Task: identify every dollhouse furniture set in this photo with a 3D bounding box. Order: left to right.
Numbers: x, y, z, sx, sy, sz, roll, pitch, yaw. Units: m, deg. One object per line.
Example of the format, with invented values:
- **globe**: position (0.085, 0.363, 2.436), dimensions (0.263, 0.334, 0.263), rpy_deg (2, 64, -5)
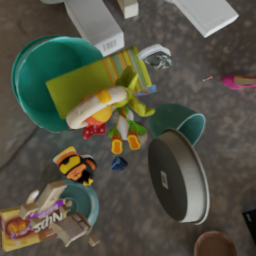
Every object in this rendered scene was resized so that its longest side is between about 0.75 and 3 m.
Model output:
- **dollhouse furniture set**: position (-1.367, 2.003, 6.239), dimensions (1.558, 1.329, 0.761), rpy_deg (39, 104, 20)

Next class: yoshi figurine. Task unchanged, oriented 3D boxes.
- **yoshi figurine**: position (-0.090, 0.067, 7.772), dimensions (0.976, 0.973, 1.737), rpy_deg (28, 29, -21)

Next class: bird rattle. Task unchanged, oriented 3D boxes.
- **bird rattle**: position (-0.765, -0.551, 7.123), dimensions (2.509, 2.046, 1.414), rpy_deg (-23, 87, 25)

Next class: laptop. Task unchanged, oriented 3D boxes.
- **laptop**: position (4.454, 2.917, 8.257), dimensions (1.595, 0.824, 1.414), rpy_deg (-10, 72, -30)

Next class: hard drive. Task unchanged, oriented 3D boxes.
- **hard drive**: position (2.036, -3.768, 8.194), dimensions (1.429, 0.285, 2.166), rpy_deg (-34, 81, -25)

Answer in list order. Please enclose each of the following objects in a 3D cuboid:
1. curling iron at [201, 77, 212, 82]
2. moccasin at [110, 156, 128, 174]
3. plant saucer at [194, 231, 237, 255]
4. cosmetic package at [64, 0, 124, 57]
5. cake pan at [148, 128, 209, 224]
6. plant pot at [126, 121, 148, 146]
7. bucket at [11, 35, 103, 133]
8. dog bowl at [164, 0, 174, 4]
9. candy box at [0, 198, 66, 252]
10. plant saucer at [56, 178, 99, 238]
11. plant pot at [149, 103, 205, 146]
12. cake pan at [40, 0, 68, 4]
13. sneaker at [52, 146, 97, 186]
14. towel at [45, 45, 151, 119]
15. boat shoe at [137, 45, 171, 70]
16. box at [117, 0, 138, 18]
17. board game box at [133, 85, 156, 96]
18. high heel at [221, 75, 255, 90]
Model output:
- **curling iron**: position (2.251, -1.383, 8.065), dimensions (0.106, 0.833, 0.206), rpy_deg (45, 120, 11)
- **moccasin**: position (-0.243, 1.032, 7.595), dimensions (0.385, 1.130, 0.454), rpy_deg (24, 82, -3)
- **plant saucer**: position (2.457, 3.568, 7.973), dimensions (1.212, 0.222, 1.212), rpy_deg (0, 71, 1)
- **cosmetic package**: position (-1.225, -3.746, 9.960), dimensions (1.195, 0.871, 2.351), rpy_deg (-27, 73, -9)
- **cake pan**: position (1.085, 1.204, 6.814), dimensions (0.437, 2.380, 2.380), rpy_deg (-13, 73, -17)
- **plant pot**: position (0.291, 0.132, 8.704), dimensions (0.821, 0.379, 0.821), rpy_deg (10, 63, -21)
- **bucket**: position (-2.011, -1.338, 8.155), dimensions (2.695, 1.754, 2.695), rpy_deg (-9, 109, -27)
- **dog bowl**: position (2.030, -5.997, 10.664), dimensions (2.871, 0.842, 2.871), rpy_deg (0, 73, 0)
- **candy box**: position (-2.407, 2.443, 7.230), dimensions (1.604, 0.453, 0.936), rpy_deg (-2, 86, -37)
- **plant saucer**: position (-1.775, 2.358, 8.331), dimensions (1.779, 0.244, 1.779), rpy_deg (0, 71, -1)
- **plant pot**: position (1.340, -0.063, 8.365), dimensions (1.465, 1.465, 1.175), rpy_deg (-42, 53, -12)
- **cake pan**: position (-2.190, -5.248, 10.057), dimensions (2.670, 0.490, 2.670), rpy_deg (-10, 46, 11)
- **sneaker**: position (-1.226, 1.177, 7.399), dimensions (0.726, 2.075, 0.934), rpy_deg (-37, 69, -1)
- **towel**: position (-0.837, -1.253, 7.883), dimensions (2.792, 0.252, 1.202), rpy_deg (-20, 97, 7)
- **boat shoe**: position (0.828, -1.880, 7.634), dimensions (0.563, 1.563, 0.554), rpy_deg (-26, 86, 35)
- **box**: position (-0.099, -4.847, 10.419), dimensions (0.519, 0.634, 1.335), rpy_deg (-19, 72, -5)
- **board game box**: position (0.049, -1.077, 8.732), dimensions (1.388, 1.050, 0.254), rpy_deg (-11, 95, -15)
- **high heel**: position (3.948, -1.587, 9.323), dimensions (1.553, 0.745, 0.523), rpy_deg (16, 73, 5)
